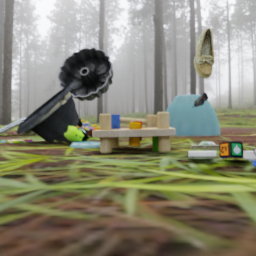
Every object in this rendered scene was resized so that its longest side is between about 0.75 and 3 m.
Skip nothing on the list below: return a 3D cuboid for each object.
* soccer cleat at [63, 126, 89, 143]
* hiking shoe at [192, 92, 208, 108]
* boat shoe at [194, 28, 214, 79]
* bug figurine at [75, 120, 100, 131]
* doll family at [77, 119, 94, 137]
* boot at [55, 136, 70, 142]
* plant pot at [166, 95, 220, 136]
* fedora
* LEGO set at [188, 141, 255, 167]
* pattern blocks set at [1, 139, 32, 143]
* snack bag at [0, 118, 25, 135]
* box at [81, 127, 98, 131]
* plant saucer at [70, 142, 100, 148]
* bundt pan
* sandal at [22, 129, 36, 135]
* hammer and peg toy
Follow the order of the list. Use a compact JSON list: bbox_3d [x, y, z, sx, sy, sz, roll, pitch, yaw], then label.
[{"bbox_3d":[-1.449,0.279,8.387,0.639,0.533,1.578,27,-2,4],"label":"soccer cleat"},{"bbox_3d":[2.440,-0.951,9.531,0.404,0.304,0.802,-24,10,44],"label":"hiking shoe"},{"bbox_3d":[3.044,-2.915,10.982,0.728,1.997,0.628,9,-18,0],"label":"boat shoe"},{"bbox_3d":[-2.366,0.009,15.840,1.380,0.458,1.779,-12,22,-39],"label":"bug figurine"},{"bbox_3d":[-2.470,-0.050,11.776,1.449,0.983,2.506,-5,-6,42],"label":"doll family"},{"bbox_3d":[-2.304,0.358,9.588,0.787,0.275,0.518,8,-10,-37],"label":"boot"},{"bbox_3d":[3.107,-0.628,14.154,2.945,1.983,2.945,-1,2,0],"label":"plant pot"},{"bbox_3d":[-2.272,-0.308,8.784,2.410,1.100,2.410,-34,17,12],"label":"fedora"},{"bbox_3d":[1.646,0.467,3.850,1.582,0.520,2.118,-1,-10,11],"label":"LEGO set"},{"bbox_3d":[-3.556,0.430,8.923,0.922,0.075,0.811,0,1,-16],"label":"pattern blocks set"},{"bbox_3d":[-5.404,-0.101,13.376,1.641,0.186,1.740,-26,5,5],"label":"snack bag"},{"bbox_3d":[-2.610,0.108,17.274,1.212,0.346,1.771,-1,2,-38],"label":"box"},{"bbox_3d":[-1.107,0.446,7.418,0.866,0.119,0.866,-1,1,0],"label":"plant saucer"},{"bbox_3d":[-1.798,-2.267,12.547,2.557,2.557,0.960,0,-22,14],"label":"bundt pan"},{"bbox_3d":[-4.898,-0.022,13.771,1.843,0.732,0.526,-10,-32,36],"label":"sandal"},{"bbox_3d":[0.162,0.101,6.769,1.782,0.854,2.422,-2,1,4],"label":"hammer and peg toy"}]
